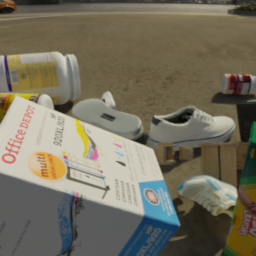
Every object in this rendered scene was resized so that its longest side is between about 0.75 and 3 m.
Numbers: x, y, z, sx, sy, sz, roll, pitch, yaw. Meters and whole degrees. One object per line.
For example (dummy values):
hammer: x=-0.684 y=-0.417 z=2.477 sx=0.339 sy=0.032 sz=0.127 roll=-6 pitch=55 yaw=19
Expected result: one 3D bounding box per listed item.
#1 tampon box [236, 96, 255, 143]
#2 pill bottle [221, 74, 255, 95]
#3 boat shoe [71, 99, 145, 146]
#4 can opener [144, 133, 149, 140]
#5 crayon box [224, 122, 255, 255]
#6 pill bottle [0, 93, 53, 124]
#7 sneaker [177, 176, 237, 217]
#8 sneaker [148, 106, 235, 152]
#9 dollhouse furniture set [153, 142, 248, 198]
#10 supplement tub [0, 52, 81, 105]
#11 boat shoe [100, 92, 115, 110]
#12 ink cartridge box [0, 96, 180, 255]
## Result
tampon box: x=4.388 y=-0.255 z=7.540 sx=2.310 sy=1.459 sz=1.731 roll=-20 pitch=14 yaw=-32
pill bottle: x=4.694 y=-1.809 z=11.666 sx=1.427 sy=0.815 sz=0.815 roll=2 pitch=28 yaw=6
boat shoe: x=-0.658 y=-0.067 z=8.262 sx=0.988 sy=0.890 sz=2.795 roll=-41 pitch=44 yaw=-24
can opener: x=0.083 y=0.281 z=8.331 sx=1.102 sy=0.369 sz=0.294 roll=8 pitch=8 yaw=-7
crayon box: x=2.279 y=1.279 z=3.934 sx=1.495 sy=2.518 sz=0.733 roll=12 pitch=30 yaw=23
pill bottle: x=-3.534 y=-0.480 z=8.725 sx=2.163 sy=1.181 sz=1.181 roll=2 pitch=28 yaw=4
sneaker: x=1.564 y=1.300 z=5.269 sx=1.377 sy=0.527 sz=0.556 roll=17 pitch=43 yaw=-20
sneaker: x=1.961 y=-0.071 z=8.060 sx=2.975 sy=1.053 sz=1.086 roll=-12 pitch=30 yaw=-27
dollhouse furniture set: x=1.789 y=0.914 z=6.353 sx=2.345 sy=1.215 sz=1.038 roll=0 pitch=-4 yaw=-8
supplement tub: x=-3.249 y=-1.743 z=10.299 sx=2.696 sy=1.960 sz=1.960 roll=-9 pitch=29 yaw=-18
boat shoe: x=-0.834 y=-0.994 z=10.441 sx=0.441 sy=0.496 sz=1.349 roll=-1 pitch=25 yaw=-18
ink cartridge box: x=-0.924 y=1.042 z=4.163 sx=2.473 sy=1.788 sz=1.820 roll=22 pitch=25 yaw=-19
